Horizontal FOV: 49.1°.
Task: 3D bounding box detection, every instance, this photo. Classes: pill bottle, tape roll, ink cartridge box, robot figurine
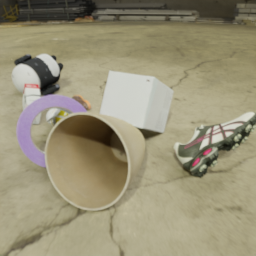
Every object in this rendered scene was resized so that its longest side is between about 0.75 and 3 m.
[{"bbox_3d":[-2.513,-0.345,11.162,1.614,0.907,0.907,11,28,39],"label":"pill bottle"},{"bbox_3d":[-2.296,0.115,8.806,2.253,2.253,0.739,-12,5,-23],"label":"tape roll"},{"bbox_3d":[-4.100,-1.015,11.911,0.618,1.065,1.476,1,44,-27],"label":"ink cartridge box"},{"bbox_3d":[-4.855,-2.892,15.138,2.122,1.762,2.824,19,41,27],"label":"robot figurine"}]

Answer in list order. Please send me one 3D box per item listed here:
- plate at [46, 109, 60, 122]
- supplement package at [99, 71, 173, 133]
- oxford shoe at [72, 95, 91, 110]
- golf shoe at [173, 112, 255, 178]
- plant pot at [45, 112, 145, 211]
[{"bbox_3d":[-2.684,-0.571,10.411,0.786,0.127,0.788,-25,31,55],"label":"plate"},{"bbox_3d":[0.381,-0.903,10.487,1.759,1.772,2.335,14,1,25],"label":"supplement package"},{"bbox_3d":[-2.401,-1.209,13.509,0.521,0.509,1.429,-25,36,-32],"label":"oxford shoe"},{"bbox_3d":[2.780,0.228,8.699,2.895,1.117,1.275,-34,56,-10],"label":"golf shoe"},{"bbox_3d":[-0.557,0.677,8.065,2.472,2.472,2.639,12,12,22],"label":"plant pot"}]
